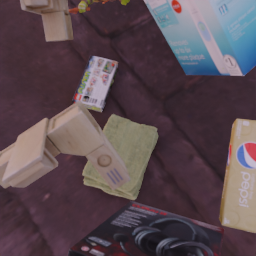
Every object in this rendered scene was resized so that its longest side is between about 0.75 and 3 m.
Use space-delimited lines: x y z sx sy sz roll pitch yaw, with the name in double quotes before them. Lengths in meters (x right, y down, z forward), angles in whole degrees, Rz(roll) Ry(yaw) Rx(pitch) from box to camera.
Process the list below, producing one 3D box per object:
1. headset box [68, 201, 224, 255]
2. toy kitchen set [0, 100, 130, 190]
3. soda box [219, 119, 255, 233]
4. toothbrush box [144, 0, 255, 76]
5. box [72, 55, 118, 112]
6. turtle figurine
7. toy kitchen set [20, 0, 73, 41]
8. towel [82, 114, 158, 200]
"headset box" 0.476 2.200 4.668 1.946 2.615 1.010 12 98 21
"toy kitchen set" -1.151 0.846 4.948 1.883 1.536 1.699 -32 115 3
"soda box" 2.111 0.833 5.045 0.641 0.606 1.894 9 83 15
"toothbrush box" 1.552 -2.601 5.927 1.216 2.088 2.852 -39 113 -11
"box" -0.993 -1.410 8.743 0.946 0.298 1.718 15 69 6
"turtle figurine" -0.595 -3.688 7.651 1.636 0.653 2.028 9 37 34
"toy kitchen set" -1.078 -3.082 5.965 1.992 1.801 2.208 -4 107 5
"towel" -0.193 0.762 7.813 1.630 0.401 2.197 18 70 8
